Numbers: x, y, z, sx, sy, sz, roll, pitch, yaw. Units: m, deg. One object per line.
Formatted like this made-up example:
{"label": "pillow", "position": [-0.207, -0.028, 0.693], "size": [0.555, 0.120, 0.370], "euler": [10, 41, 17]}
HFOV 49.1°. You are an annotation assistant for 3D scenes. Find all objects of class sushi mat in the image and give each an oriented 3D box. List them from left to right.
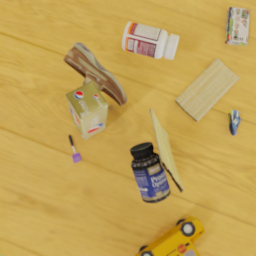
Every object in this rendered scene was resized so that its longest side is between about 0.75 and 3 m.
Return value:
{"label": "sushi mat", "position": [1.158, 0.591, 8.867], "size": [0.173, 2.866, 1.371], "euler": [-28, 122, 15]}
{"label": "sushi mat", "position": [3.046, -1.481, 10.835], "size": [1.208, 0.153, 2.526], "euler": [44, 81, 7]}

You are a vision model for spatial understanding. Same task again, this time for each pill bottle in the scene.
{"label": "pill bottle", "position": [0.663, 1.410, 8.982], "size": [0.997, 0.997, 1.783], "euler": [-19, 101, -4]}
{"label": "pill bottle", "position": [0.765, -2.946, 9.613], "size": [1.792, 0.982, 0.982], "euler": [16, 78, 6]}

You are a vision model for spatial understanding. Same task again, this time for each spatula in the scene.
{"label": "spatula", "position": [-2.020, 0.760, 10.372], "size": [0.307, 0.112, 1.086], "euler": [-19, 78, -6]}

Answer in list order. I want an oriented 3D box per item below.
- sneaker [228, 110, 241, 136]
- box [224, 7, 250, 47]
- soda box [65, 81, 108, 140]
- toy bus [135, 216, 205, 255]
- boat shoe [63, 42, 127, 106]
{"label": "sneaker", "position": [4.006, -0.200, 10.449], "size": [0.419, 0.377, 1.019], "euler": [4, 79, -1]}
{"label": "box", "position": [4.422, -4.108, 11.333], "size": [0.844, 0.266, 1.533], "euler": [9, 78, 2]}
{"label": "soda box", "position": [-1.311, -0.463, 9.217], "size": [0.943, 2.785, 0.892], "euler": [-31, 81, -13]}
{"label": "toy bus", "position": [1.258, 4.164, 9.193], "size": [2.987, 0.972, 1.169], "euler": [-33, 80, -7]}
{"label": "boat shoe", "position": [-1.104, -1.626, 9.369], "size": [0.924, 0.974, 2.573], "euler": [-44, 93, -10]}
